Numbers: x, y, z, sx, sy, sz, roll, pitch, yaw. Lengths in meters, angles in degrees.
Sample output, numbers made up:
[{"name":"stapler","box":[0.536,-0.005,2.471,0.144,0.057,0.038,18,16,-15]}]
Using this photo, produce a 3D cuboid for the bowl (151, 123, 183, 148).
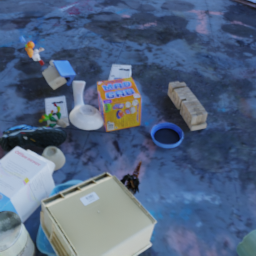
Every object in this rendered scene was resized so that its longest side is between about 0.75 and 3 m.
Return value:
[{"name":"bowl","box":[1.635,0.330,11.846,1.352,0.265,1.352,0,43,0]}]

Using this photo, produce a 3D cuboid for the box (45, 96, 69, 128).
[{"name":"box","box":[-3.266,-0.743,12.818,0.946,0.488,1.621,-11,45,-11]}]

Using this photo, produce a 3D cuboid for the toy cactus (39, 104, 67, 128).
[{"name":"toy cactus","box":[-3.093,-0.361,11.861,1.056,0.655,1.280,27,59,3]}]

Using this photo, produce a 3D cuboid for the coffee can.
[{"name":"coffee can","box":[-3.344,3.222,7.835,1.137,1.554,1.137,0,43,0]}]

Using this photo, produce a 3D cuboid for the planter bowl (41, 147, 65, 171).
[{"name":"planter bowl","box":[-2.933,1.105,10.776,0.911,0.613,0.911,0,43,0]}]

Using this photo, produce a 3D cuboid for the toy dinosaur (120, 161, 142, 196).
[{"name":"toy dinosaur","box":[0.089,1.825,9.500,0.724,0.962,1.417,2,86,10]}]

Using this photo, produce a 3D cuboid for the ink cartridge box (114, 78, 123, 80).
[{"name":"ink cartridge box","box":[-0.337,-1.792,13.690,0.727,1.252,0.421,4,2,4]}]

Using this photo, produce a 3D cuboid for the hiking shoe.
[{"name":"hiking shoe","box":[-3.818,0.218,11.390,2.588,0.963,1.122,-3,34,-13]}]

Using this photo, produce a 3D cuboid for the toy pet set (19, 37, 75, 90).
[{"name":"toy pet set","box":[-3.871,-3.365,14.179,1.387,2.611,2.438,-32,76,-2]}]

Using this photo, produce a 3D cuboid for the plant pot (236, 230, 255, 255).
[{"name":"plant pot","box":[3.840,3.638,7.616,1.439,1.439,1.409,-16,38,-17]}]

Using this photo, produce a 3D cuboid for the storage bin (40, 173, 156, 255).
[{"name":"storage bin","box":[-0.931,2.811,8.223,2.502,1.173,2.484,-19,45,-35]}]

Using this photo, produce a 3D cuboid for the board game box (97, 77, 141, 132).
[{"name":"board game box","box":[-0.409,-1.046,12.330,1.585,1.586,1.585,-10,44,-11]}]

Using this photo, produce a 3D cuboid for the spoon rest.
[{"name":"spoon rest","box":[-1.959,-0.889,12.348,1.430,0.872,2.878,-1,45,-22]}]

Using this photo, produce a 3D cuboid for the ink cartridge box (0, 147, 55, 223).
[{"name":"ink cartridge box","box":[-3.637,1.908,9.288,1.503,1.465,2.339,24,48,23]}]

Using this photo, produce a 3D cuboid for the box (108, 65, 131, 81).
[{"name":"box","box":[-0.440,-2.615,14.754,1.067,0.550,1.830,5,43,5]}]

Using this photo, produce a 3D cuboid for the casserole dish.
[{"name":"casserole dish","box":[-1.856,2.924,8.914,1.648,0.528,2.720,1,43,2]}]

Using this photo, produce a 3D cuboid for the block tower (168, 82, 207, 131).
[{"name":"block tower","box":[2.722,-1.105,13.000,0.750,0.803,2.777,-11,46,-11]}]
